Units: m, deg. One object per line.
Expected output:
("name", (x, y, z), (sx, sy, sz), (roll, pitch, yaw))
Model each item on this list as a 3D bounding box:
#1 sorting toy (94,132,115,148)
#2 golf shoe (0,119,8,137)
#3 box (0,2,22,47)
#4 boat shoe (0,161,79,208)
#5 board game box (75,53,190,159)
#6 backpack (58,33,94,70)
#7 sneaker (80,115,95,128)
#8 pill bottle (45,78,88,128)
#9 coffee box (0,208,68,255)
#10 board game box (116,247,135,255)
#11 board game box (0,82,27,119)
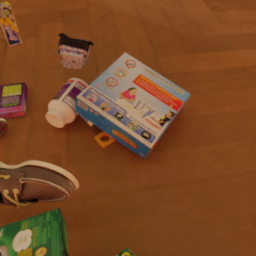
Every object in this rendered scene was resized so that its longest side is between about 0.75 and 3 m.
("sorting toy", (0.096, -0.328, 9.934), (1.665, 0.403, 2.956), (32, 57, 24))
("golf shoe", (-5.193, 0.079, 9.340), (2.203, 0.800, 1.015), (-21, 53, -17))
("box", (-3.498, -3.005, 8.189), (0.407, 1.161, 0.373), (-24, 46, -22))
("boat shoe", (-2.466, 1.311, 6.156), (2.934, 1.054, 0.873), (1, 39, 24))
("board game box", (0.199, -0.866, 9.508), (2.866, 0.801, 2.806), (35, 56, 8))
("backpack", (-1.757, -2.371, 9.050), (1.113, 1.061, 0.858), (15, 73, -6))
("sneaker", (-1.014, -0.974, 10.109), (0.791, 0.778, 2.054), (35, 51, -8))
("pill bottle", (-2.142, -0.877, 9.994), (1.021, 1.021, 1.816), (18, 52, 15))
("coffee box", (-2.269, 2.380, 5.001), (2.355, 0.518, 1.448), (-16, 24, -10))
("board game box", (0.096, 3.620, 5.808), (1.356, 0.304, 2.588), (-31, 22, -20))
("board game box", (-5.179, -0.920, 10.473), (2.648, 0.428, 1.589), (-8, 46, -7))
